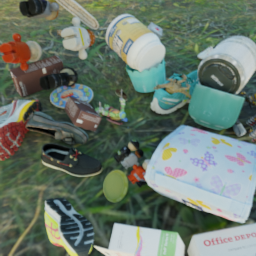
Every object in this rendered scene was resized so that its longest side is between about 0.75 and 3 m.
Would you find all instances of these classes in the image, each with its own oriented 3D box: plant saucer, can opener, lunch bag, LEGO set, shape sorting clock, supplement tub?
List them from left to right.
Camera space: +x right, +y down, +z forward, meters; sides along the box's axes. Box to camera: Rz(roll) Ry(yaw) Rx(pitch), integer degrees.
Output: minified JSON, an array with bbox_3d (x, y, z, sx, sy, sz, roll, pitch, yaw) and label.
[{"bbox_3d":[-2.177,-1.251,10.798,1.646,0.323,1.646,0,44,0],"label":"shape sorting clock"},{"bbox_3d":[-0.362,1.571,7.586,0.134,0.862,0.862,-4,32,47],"label":"plant saucer"},{"bbox_3d":[0.270,-3.164,10.616,1.476,1.476,2.040,-28,61,-26],"label":"supplement tub"},{"bbox_3d":[1.856,1.129,6.842,2.295,1.721,2.707,16,17,21],"label":"lunch bag"},{"bbox_3d":[3.678,-0.180,9.639,0.315,0.398,1.196,-33,36,22],"label":"can opener"},{"bbox_3d":[4.838,-0.281,9.428,1.855,1.398,2.412,22,44,-20],"label":"LEGO set"}]

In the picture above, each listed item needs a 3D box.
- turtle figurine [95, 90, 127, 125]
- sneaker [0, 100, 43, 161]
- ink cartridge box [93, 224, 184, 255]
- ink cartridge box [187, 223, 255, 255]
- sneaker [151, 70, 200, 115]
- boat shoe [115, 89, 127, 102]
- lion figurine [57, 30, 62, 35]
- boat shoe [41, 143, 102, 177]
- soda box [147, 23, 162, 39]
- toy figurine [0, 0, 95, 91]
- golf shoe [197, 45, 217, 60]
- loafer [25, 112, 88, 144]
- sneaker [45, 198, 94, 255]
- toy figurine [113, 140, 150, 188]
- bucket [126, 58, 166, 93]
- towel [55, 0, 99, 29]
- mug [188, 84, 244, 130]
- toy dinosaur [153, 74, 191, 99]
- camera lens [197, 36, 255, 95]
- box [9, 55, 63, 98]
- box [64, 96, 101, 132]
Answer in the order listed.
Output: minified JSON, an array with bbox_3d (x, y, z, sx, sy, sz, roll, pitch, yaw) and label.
[{"bbox_3d":[-0.614,-0.754,9.591,1.261,1.301,0.936,4,55,52],"label":"turtle figurine"},{"bbox_3d":[-3.973,0.035,9.075,1.181,1.119,2.875,9,36,15],"label":"sneaker"},{"bbox_3d":[0.259,2.575,6.098,1.754,1.027,0.591,1,54,21],"label":"ink cartridge box"},{"bbox_3d":[2.384,3.292,5.644,1.682,1.013,2.315,-7,45,-6],"label":"ink cartridge box"},{"bbox_3d":[2.033,-1.511,10.477,2.878,1.146,1.115,-34,54,-30],"label":"sneaker"},{"bbox_3d":[-0.254,-1.350,10.927,0.283,0.284,0.767,-26,50,-24],"label":"boat shoe"},{"bbox_3d":[-3.481,-4.990,14.665,0.469,0.277,0.766,-5,40,-15],"label":"lion figurine"},{"bbox_3d":[-1.704,0.947,8.364,1.919,0.601,0.702,13,40,9],"label":"boat shoe"},{"bbox_3d":[0.771,-3.668,12.218,0.589,1.727,0.548,25,48,-17],"label":"soda box"},{"bbox_3d":[-2.753,-2.969,10.106,2.796,2.752,1.945,35,22,3],"label":"toy figurine"},{"bbox_3d":[3.679,-3.505,12.957,1.168,0.538,0.424,-25,50,-22],"label":"golf shoe"},{"bbox_3d":[-2.313,0.156,9.027,2.101,0.755,0.661,21,50,15],"label":"loafer"},{"bbox_3d":[-1.398,2.409,6.405,0.763,0.882,1.953,7,13,-34],"label":"sneaker"},{"bbox_3d":[0.264,0.989,7.741,0.790,1.118,1.136,-40,61,0],"label":"toy figurine"},{"bbox_3d":[0.752,-2.153,11.013,1.535,0.999,1.535,-11,36,9],"label":"bucket"},{"bbox_3d":[-2.312,-4.708,10.355,2.641,0.455,1.750,30,17,-34],"label":"towel"},{"bbox_3d":[2.974,-0.622,9.377,1.960,1.212,1.610,9,14,-33],"label":"mug"},{"bbox_3d":[1.709,-1.369,9.512,1.700,0.859,0.495,15,60,-20],"label":"toy dinosaur"},{"bbox_3d":[3.372,-2.047,9.408,1.553,1.553,1.942,27,51,25],"label":"camera lens"},{"bbox_3d":[-3.548,-2.080,11.176,1.954,0.978,0.732,-26,50,-23],"label":"box"},{"bbox_3d":[-1.548,-0.492,9.345,0.770,0.576,1.537,19,15,-33],"label":"box"}]
